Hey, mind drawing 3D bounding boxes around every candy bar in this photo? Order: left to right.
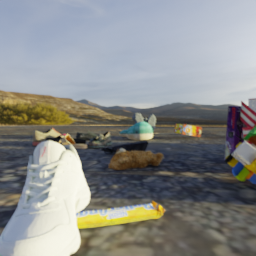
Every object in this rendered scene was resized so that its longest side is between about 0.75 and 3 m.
[{"bbox_3d":[-0.240,1.030,3.278,1.385,0.153,0.345,-2,3,-18],"label":"candy bar"}]

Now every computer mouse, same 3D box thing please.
[{"bbox_3d":[0.004,0.728,9.121,1.126,0.429,1.626,-2,-8,-44],"label":"computer mouse"}]

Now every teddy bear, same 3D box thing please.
[{"bbox_3d":[0.203,0.736,6.998,1.456,0.486,1.056,-1,0,-19],"label":"teddy bear"}]

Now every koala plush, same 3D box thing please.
[{"bbox_3d":[0.765,0.095,17.203,1.475,1.529,1.664,8,-21,-17],"label":"koala plush"}]

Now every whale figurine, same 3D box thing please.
[{"bbox_3d":[0.439,0.160,15.585,1.937,1.005,1.541,2,3,39],"label":"whale figurine"}]

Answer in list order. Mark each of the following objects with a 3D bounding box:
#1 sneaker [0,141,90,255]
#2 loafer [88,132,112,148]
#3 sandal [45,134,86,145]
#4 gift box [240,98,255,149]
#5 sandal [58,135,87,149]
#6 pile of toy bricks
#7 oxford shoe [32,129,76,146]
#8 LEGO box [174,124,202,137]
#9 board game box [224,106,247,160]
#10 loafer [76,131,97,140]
[{"bbox_3d":[-0.828,0.615,2.765,0.710,0.905,1.822,-7,10,-3],"label":"sneaker"},{"bbox_3d":[-1.218,0.497,11.933,0.679,0.595,1.891,1,2,16],"label":"loafer"},{"bbox_3d":[-2.689,0.507,12.100,1.721,0.388,0.646,3,-23,-23],"label":"sandal"},{"bbox_3d":[4.044,-0.039,6.845,1.987,2.128,1.964,-2,-2,-26],"label":"gift box"},{"bbox_3d":[-2.385,0.540,11.411,1.663,0.547,0.610,1,2,27],"label":"sandal"},{"bbox_3d":[2.741,0.519,4.920,1.429,1.606,2.895,41,4,17],"label":"pile of toy bricks"},{"bbox_3d":[-3.223,0.398,12.495,2.008,0.751,0.707,-2,3,-37],"label":"oxford shoe"},{"bbox_3d":[3.491,0.141,16.488,1.103,0.571,1.481,9,1,-10],"label":"LEGO box"},{"bbox_3d":[3.912,0.150,8.191,2.575,1.545,0.416,-2,11,-27],"label":"board game box"},{"bbox_3d":[-2.097,0.430,15.140,1.431,0.502,0.486,0,2,0],"label":"loafer"}]
